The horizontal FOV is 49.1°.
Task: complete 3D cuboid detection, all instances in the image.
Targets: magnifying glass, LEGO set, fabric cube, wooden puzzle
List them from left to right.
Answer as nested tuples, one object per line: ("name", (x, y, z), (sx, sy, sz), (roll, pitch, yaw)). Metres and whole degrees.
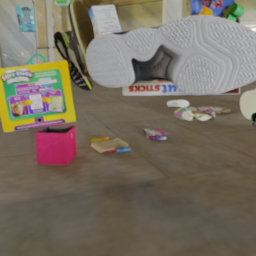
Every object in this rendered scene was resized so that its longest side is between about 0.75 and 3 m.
("magnifying glass", (-3.213, -2.040, 9.084), (1.152, 0.458, 0.129), (-31, 30, -22))
("fabric cube", (-1.827, 0.420, 7.189), (0.823, 0.820, 0.807), (1, 13, 6))
("wooden puzzle", (-0.551, 0.519, 8.173), (0.947, 0.164, 1.404), (-10, 17, -19))
("LEGO set", (2.125, -2.369, 6.031), (0.994, 2.605, 1.069), (17, 35, -20))

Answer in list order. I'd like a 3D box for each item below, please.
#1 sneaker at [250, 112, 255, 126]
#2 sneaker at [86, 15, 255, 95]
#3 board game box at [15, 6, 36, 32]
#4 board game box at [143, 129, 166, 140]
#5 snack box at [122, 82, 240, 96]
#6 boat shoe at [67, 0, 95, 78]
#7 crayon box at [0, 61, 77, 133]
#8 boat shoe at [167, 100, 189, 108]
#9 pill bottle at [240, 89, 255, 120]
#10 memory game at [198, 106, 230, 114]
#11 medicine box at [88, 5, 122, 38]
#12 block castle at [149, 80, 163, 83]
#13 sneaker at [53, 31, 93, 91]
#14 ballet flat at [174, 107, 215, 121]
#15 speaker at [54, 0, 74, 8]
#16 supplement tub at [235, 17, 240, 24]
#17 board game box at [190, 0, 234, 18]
("sneaker", (5.292, -0.274, 10.156), (1.067, 0.666, 1.809), (2, 4, -16))
("sneaker", (0.838, -1.279, 4.773), (2.903, 1.096, 1.652), (6, 22, 28))
("board game box", (-3.401, -3.608, 9.327), (0.182, 0.776, 0.586), (1, 16, 28))
("board game box", (0.884, 0.207, 9.409), (0.589, 0.159, 0.982), (2, 14, -8))
("snack box", (1.289, -0.990, 7.051), (2.727, 0.331, 0.980), (1, 7, 12))
("boat shoe", (-1.239, -2.218, 7.304), (0.656, 2.023, 0.741), (1, 30, 27))
("crayon box", (-1.576, -0.538, 4.827), (1.221, 1.054, 0.356), (-9, 2, -8))
("boat shoe", (2.644, -1.275, 14.782), (1.156, 0.416, 0.396), (-4, 12, 24))
("pill bottle", (6.151, -1.130, 11.784), (2.523, 1.427, 1.427), (-12, 17, -13))
("memory game", (4.189, -0.878, 13.707), (1.596, 0.102, 1.596), (1, 15, 0))
("medicine box", (-0.936, -3.309, 10.264), (0.879, 1.709, 1.556), (-15, 0, -24))
("block castle", (1.526, -2.343, 9.118), (2.350, 1.102, 1.570), (-29, 52, 11))
("sneaker", (-1.716, -2.405, 9.924), (0.917, 2.265, 0.837), (-35, 22, -32))
("ballet flat", (2.777, -0.528, 11.609), (1.696, 0.586, 0.603), (0, 34, 0))
("speaker", (-2.072, -4.186, 9.286), (0.825, 0.365, 0.365), (14, 20, 34))
("supplement tub", (3.170, -3.105, 10.424), (1.779, 1.779, 2.903), (5, 49, 20))
("board game box", (2.078, -2.681, 6.968), (1.009, 1.501, 0.336), (-1, 44, 15))
